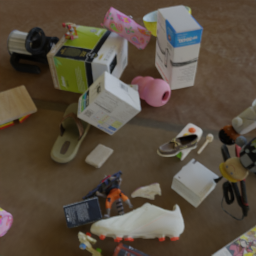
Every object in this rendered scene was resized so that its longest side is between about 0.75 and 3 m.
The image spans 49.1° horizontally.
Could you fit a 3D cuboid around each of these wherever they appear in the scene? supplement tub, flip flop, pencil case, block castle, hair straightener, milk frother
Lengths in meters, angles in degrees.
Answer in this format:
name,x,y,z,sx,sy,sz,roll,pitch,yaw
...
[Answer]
name,x,y,z,sx,sy,sz,roll,pitch,yaw
supplement tub,0.249,3.517,7.072,1.364,0.729,0.729,18,50,16
flip flop,-2.109,0.044,10.208,1.112,0.789,2.742,8,48,7
pencil case,-0.063,-4.125,11.721,2.106,0.921,0.921,27,47,-13
block castle,-2.414,-3.926,11.415,0.439,0.625,0.935,-21,31,-20
hair straightener,3.004,1.603,8.204,0.898,2.334,0.477,-8,9,38
milk frother,-4.553,-3.863,12.801,2.150,2.285,2.062,12,52,11
pencil case,-4.240,2.477,8.030,1.818,0.795,0.795,19,50,17

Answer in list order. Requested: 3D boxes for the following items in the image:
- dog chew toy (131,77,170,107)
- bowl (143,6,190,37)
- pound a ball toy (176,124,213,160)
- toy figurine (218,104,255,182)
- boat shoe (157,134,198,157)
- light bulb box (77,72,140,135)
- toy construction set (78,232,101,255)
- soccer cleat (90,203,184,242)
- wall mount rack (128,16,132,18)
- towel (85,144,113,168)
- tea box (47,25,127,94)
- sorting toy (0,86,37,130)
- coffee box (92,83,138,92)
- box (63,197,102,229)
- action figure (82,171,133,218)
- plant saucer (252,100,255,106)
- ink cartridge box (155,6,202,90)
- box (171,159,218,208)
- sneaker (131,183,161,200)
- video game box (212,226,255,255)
name,x,y,z,sx,sy,sz,roll,pitch,yaw
dog chew toy,0.854,-1.600,11.583,1.120,1.120,1.798,-36,48,-28
bowl,2.071,-5.286,14.579,2.438,1.312,2.438,-10,33,7
pound a ball toy,2.254,0.468,9.924,0.995,0.648,1.526,32,55,26
toy figurine,3.912,0.869,7.968,2.707,1.913,2.750,35,35,-13
boat shoe,1.625,0.535,9.101,1.467,0.437,0.527,-12,46,-19
light bulb box,-0.703,-0.830,10.042,1.615,1.630,1.017,30,38,-31
toy construction set,-1.163,3.542,7.117,1.053,0.739,1.605,15,60,14
soccer cleat,0.255,2.608,7.774,2.571,0.891,0.997,2,64,-8
wall mount rack,0.112,-4.520,12.541,0.371,0.865,0.995,-17,24,24
towel,-1.008,0.979,9.749,0.614,0.160,0.926,23,49,25
tea box,-1.649,-2.967,12.277,2.631,1.787,2.675,13,48,11
sorting toy,-4.629,-0.763,11.096,1.639,0.574,1.649,-24,52,-21
coffee box,-0.546,-1.150,11.137,1.814,1.037,0.723,3,49,2
box,-1.270,2.396,7.855,0.940,0.956,0.592,-14,72,-13
action figure,-0.605,2.095,8.578,1.485,0.777,1.437,-31,42,9
plant saucer,5.630,-0.618,11.104,1.468,0.368,1.468,0,48,0
ink cartridge box,2.043,-3.356,11.964,1.186,2.814,2.054,-13,48,-9
box,2.077,1.712,8.761,1.015,0.667,1.021,-36,57,-28
sneaker,0.564,2.039,8.681,0.940,0.352,0.468,-17,71,-2
video game box,3.227,3.955,6.761,2.266,0.582,2.487,-24,52,-16
